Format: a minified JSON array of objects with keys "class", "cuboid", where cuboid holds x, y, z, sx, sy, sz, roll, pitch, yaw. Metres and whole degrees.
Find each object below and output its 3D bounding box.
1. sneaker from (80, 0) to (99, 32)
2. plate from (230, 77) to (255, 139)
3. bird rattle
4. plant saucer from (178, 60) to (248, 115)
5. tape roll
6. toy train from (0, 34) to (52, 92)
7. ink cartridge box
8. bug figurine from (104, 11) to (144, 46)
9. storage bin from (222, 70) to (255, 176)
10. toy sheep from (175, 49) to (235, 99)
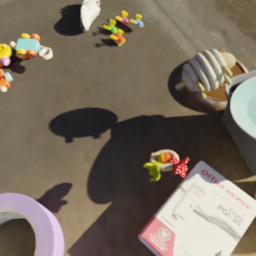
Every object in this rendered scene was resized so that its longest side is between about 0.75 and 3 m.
[{"class":"sneaker","cuboid":[-1.644,-4.955,12.040,0.786,0.728,1.938,6,64,-6]},{"class":"plate","cuboid":[4.219,-0.478,7.580,2.785,0.356,2.785,-7,49,8]},{"class":"bird rattle","cuboid":[0.987,0.883,7.360,1.174,0.662,0.957,-19,32,10]},{"class":"plant saucer","cuboid":[3.354,-1.822,10.582,2.834,0.455,2.834,0,64,-1]},{"class":"tape roll","cuboid":[-3.263,3.304,7.575,2.818,1.197,2.818,0,64,1]},{"class":"toy train","cuboid":[-4.279,-2.425,10.750,2.713,0.754,2.038,-34,69,-12]},{"class":"ink cartridge box","cuboid":[1.963,2.665,7.898,2.073,1.171,2.830,38,69,17]},{"class":"bug figurine","cuboid":[-0.214,-4.232,11.795,1.653,0.425,1.282,-42,65,-14]},{"class":"storage bin","cuboid":[4.307,-0.055,8.734,2.177,2.009,2.991,-18,63,-5]},{"class":"toy sheep","cuboid":[2.276,-1.627,8.344,1.896,1.307,1.307,-27,65,6]}]
